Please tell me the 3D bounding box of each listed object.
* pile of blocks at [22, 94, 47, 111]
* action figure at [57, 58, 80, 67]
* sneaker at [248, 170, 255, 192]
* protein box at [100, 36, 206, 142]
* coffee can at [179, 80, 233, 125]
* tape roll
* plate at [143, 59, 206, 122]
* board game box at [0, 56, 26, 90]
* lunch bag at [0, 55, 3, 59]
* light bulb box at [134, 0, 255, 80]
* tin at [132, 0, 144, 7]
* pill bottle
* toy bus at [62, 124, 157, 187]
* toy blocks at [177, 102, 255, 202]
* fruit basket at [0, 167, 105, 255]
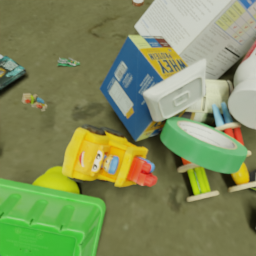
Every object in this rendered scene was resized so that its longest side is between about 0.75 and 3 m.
[{"bbox_3d":[-2.318,-0.641,7.094,0.310,0.754,0.234,-53,53,9],"label":"pile of blocks"},{"bbox_3d":[-2.094,-2.327,9.946,0.768,0.210,0.453,8,51,2],"label":"action figure"},{"bbox_3d":[3.921,1.468,6.878,1.933,0.782,0.714,2,50,25],"label":"sneaker"},{"bbox_3d":[0.510,-0.964,6.819,1.200,1.766,1.779,-16,63,-41],"label":"protein box"},{"bbox_3d":[1.944,-0.774,8.099,1.784,1.306,1.306,4,54,3],"label":"coffee can"},{"bbox_3d":[1.598,0.318,5.998,1.796,0.432,1.796,18,17,-6],"label":"tape roll"},{"bbox_3d":[0.980,-0.618,5.405,1.273,1.276,0.206,-29,63,2],"label":"plate"},{"bbox_3d":[-4.170,-1.699,9.017,0.961,0.200,1.421,34,58,16],"label":"board game box"},{"bbox_3d":[-4.769,-2.201,9.606,0.945,0.601,0.801,7,55,-9],"label":"lunch bag"},{"bbox_3d":[2.358,-3.033,7.888,2.948,2.974,1.856,2,50,-51],"label":"light bulb box"},{"bbox_3d":[0.456,-5.705,12.424,0.525,0.196,0.937,7,54,0],"label":"tin"},{"bbox_3d":[3.534,-1.379,6.571,1.623,1.623,2.892,30,64,20],"label":"pill bottle"},{"bbox_3d":[-0.266,0.806,6.331,1.805,1.880,1.276,22,94,25],"label":"toy bus"},{"bbox_3d":[2.037,0.546,6.978,1.833,0.798,2.199,-13,73,1],"label":"toy blocks"},{"bbox_3d":[-1.795,1.949,6.102,2.658,2.658,1.917,13,94,9],"label":"fruit basket"}]
